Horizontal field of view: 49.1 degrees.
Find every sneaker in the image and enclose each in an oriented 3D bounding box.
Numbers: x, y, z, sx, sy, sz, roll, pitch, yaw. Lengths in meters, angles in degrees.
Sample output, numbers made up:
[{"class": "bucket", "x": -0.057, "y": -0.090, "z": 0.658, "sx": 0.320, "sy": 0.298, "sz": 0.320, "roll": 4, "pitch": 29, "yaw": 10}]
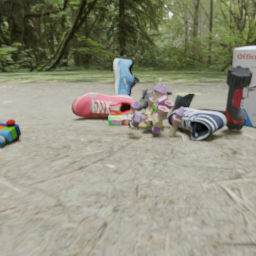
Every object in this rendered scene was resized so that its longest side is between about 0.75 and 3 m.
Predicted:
[{"class": "sneaker", "x": 2.094, "y": -0.136, "z": 9.670, "sx": 2.233, "sy": 0.783, "sz": 1.211, "roll": 4, "pitch": 23, "yaw": 42}, {"class": "sneaker", "x": 2.161, "y": -0.801, "z": 11.206, "sx": 0.700, "sy": 1.342, "sz": 0.403, "roll": 20, "pitch": 8, "yaw": 16}, {"class": "sneaker", "x": -0.041, "y": -2.031, "z": 13.319, "sx": 1.164, "sy": 2.589, "sz": 1.015, "roll": -5, "pitch": 4, "yaw": 8}, {"class": "sneaker", "x": -0.902, "y": -0.974, "z": 12.029, "sx": 2.967, "sy": 1.094, "sz": 1.287, "roll": -5, "pitch": 14, "yaw": -23}]

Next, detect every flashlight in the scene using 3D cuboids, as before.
[{"class": "flashlight", "x": 3.658, "y": -0.926, "z": 9.294, "sx": 0.771, "sy": 2.277, "sz": 0.774, "roll": -16, "pitch": 45, "yaw": -8}]

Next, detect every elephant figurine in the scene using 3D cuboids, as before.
[{"class": "elephant figurine", "x": 1.170, "y": -1.200, "z": 12.200, "sx": 1.368, "sy": 1.501, "sz": 1.934, "roll": 23, "pitch": 3, "yaw": -1}]

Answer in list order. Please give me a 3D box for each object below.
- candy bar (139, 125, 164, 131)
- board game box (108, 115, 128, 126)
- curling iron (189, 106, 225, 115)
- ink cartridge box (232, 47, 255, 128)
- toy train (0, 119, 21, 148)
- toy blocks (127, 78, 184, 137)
[{"class": "candy bar", "x": 0.863, "y": -0.009, "z": 10.293, "sx": 0.923, "sy": 0.230, "sz": 0.102, "roll": 1, "pitch": 44, "yaw": 5}, {"class": "board game box", "x": -0.211, "y": -0.305, "z": 11.383, "sx": 1.187, "sy": 0.239, "sz": 0.909, "roll": -1, "pitch": 15, "yaw": -4}, {"class": "curling iron", "x": 3.354, "y": -0.861, "z": 12.799, "sx": 2.471, "sy": 0.613, "sz": 0.316, "roll": 16, "pitch": 26, "yaw": 34}, {"class": "ink cartridge box", "x": 5.147, "y": -1.565, "z": 10.669, "sx": 1.248, "sy": 2.960, "sz": 2.161, "roll": -16, "pitch": 21, "yaw": -40}, {"class": "toy train", "x": -4.345, "y": 0.193, "z": 8.819, "sx": 1.654, "sy": 0.700, "sz": 0.957, "roll": 4, "pitch": 29, "yaw": 15}, {"class": "toy blocks", "x": 0.952, "y": -0.789, "z": 9.593, "sx": 1.749, "sy": 1.473, "sz": 1.635, "roll": 10, "pitch": 28, "yaw": -14}]
